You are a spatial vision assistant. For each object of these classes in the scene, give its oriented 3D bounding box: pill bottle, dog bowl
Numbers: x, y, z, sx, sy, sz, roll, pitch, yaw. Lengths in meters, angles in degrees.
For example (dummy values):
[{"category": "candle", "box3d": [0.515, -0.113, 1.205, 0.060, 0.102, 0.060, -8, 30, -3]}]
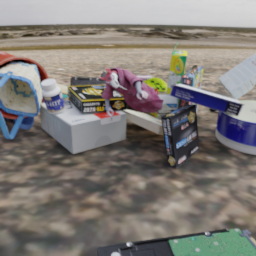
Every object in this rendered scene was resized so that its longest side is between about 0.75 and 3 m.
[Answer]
[{"category": "pill bottle", "box3d": [-2.367, -0.990, 8.766, 0.590, 0.986, 0.590, -6, 36, 4]}, {"category": "dog bowl", "box3d": [4.317, -0.081, 9.333, 2.616, 1.030, 2.616, 0, 22, 0]}]

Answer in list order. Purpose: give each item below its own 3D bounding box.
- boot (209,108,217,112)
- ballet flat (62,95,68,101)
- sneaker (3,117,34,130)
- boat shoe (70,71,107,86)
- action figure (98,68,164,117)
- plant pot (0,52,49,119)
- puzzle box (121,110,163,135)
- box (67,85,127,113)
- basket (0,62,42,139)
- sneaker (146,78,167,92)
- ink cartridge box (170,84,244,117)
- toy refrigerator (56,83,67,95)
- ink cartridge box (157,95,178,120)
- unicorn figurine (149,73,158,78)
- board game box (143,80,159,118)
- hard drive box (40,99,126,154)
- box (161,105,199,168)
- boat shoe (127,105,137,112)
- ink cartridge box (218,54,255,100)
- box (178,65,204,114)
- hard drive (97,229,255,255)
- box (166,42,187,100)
[{"category": "boot", "box3d": [3.847, -0.810, 11.791, 0.761, 0.303, 0.924, -16, 10, 13]}, {"category": "ballet flat", "box3d": [-2.441, -1.025, 9.851, 1.001, 0.312, 0.338, 15, 34, 35]}, {"category": "sneaker", "box3d": [-4.404, -0.519, 10.919, 0.814, 0.904, 2.320, -18, 49, -40]}, {"category": "boat shoe", "box3d": [-1.019, -1.861, 11.441, 2.758, 0.914, 0.964, -9, -3, -11]}, {"category": "action figure", "box3d": [0.085, -1.201, 7.799, 1.542, 1.714, 2.301, -12, -25, 32]}, {"category": "plant pot", "box3d": [-4.263, -1.717, 10.045, 2.170, 2.170, 2.111, -17, 35, -35]}, {"category": "puzzle box", "box3d": [0.771, -0.184, 9.795, 1.574, 0.301, 2.366, 11, 10, -42]}, {"category": "box", "box3d": [-1.125, -1.061, 9.808, 1.593, 0.492, 1.994, -4, 22, -23]}, {"category": "basket", "box3d": [-3.624, -0.938, 8.973, 1.481, 1.877, 2.129, 6, 45, 0]}, {"category": "sneaker", "box3d": [1.111, -2.070, 13.986, 1.876, 0.695, 0.784, 12, -18, 29]}, {"category": "ink cartridge box", "box3d": [2.306, -0.853, 8.343, 2.035, 0.414, 2.039, 19, 13, 14]}, {"category": "toy refrigerator", "box3d": [-3.110, -1.342, 12.568, 0.898, 0.974, 2.566, -20, 30, -41]}, {"category": "ink cartridge box", "box3d": [1.462, -0.760, 10.453, 0.767, 1.061, 0.447, 1, 60, 12]}, {"category": "unicorn figurine", "box3d": [0.726, -2.831, 16.843, 1.356, 0.729, 1.974, 26, 47, 30]}, {"category": "board game box", "box3d": [0.829, -1.419, 12.285, 0.572, 1.221, 2.403, -30, 26, -2]}, {"category": "hard drive box", "box3d": [-1.613, -0.226, 9.711, 2.023, 0.997, 2.595, -15, 27, -35]}, {"category": "box", "box3d": [1.541, 0.198, 8.028, 0.366, 1.464, 1.475, 2, 18, 40]}, {"category": "boat shoe", "box3d": [-0.741, -0.848, 11.545, 2.377, 0.858, 0.856, 3, 20, -4]}, {"category": "ink cartridge box", "box3d": [4.370, -1.959, 10.193, 1.868, 0.441, 1.495, -34, 23, 18]}, {"category": "box", "box3d": [2.286, -1.148, 10.408, 0.379, 2.009, 1.372, 18, 37, 26]}, {"category": "hard drive", "box3d": [0.948, 2.344, 3.976, 2.634, 0.498, 1.840, -5, 22, -10]}, {"category": "box", "box3d": [2.081, -2.189, 12.104, 0.694, 2.867, 1.682, 6, 23, 9]}]
